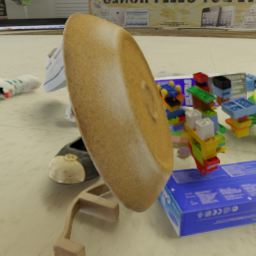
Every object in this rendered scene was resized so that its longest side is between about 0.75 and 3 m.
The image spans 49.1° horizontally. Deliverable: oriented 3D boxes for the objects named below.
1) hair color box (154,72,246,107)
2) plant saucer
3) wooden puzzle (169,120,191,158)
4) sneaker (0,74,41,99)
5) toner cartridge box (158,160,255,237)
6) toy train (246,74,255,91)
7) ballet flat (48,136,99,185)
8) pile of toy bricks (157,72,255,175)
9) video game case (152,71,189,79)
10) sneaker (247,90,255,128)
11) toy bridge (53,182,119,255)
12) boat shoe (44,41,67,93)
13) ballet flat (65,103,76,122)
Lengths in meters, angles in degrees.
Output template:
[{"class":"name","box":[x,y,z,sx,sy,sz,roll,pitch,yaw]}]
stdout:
[{"class":"hair color box","box":[1.747,-1.054,7.753,1.381,0.819,2.527,-12,11,-30]},{"class":"plant saucer","box":[0.087,-0.276,3.609,0.458,2.588,2.588,-18,19,17]},{"class":"wooden puzzle","box":[1.454,0.120,6.745,1.244,0.147,2.097,8,31,19]},{"class":"sneaker","box":[-4.069,-1.369,9.904,1.950,0.686,0.912,-5,44,-21]},{"class":"toner cartridge box","box":[1.609,1.023,4.413,2.124,0.459,1.009,-5,23,-12]},{"class":"toy train","box":[4.634,-1.800,10.913,0.661,0.502,1.157,-7,24,-1]},{"class":"ballet flat","box":[-0.573,0.205,5.732,0.983,0.840,2.958,22,30,18]},{"class":"pile of toy bricks","box":[1.396,-0.081,5.199,1.418,1.261,2.555,-16,26,-5]},{"class":"video game case","box":[1.703,-2.050,11.816,1.759,0.212,1.930,16,27,32]},{"class":"sneaker","box":[3.119,-0.366,6.788,0.794,0.896,2.145,39,12,14]},{"class":"toy bridge","box":[-0.464,1.188,4.271,0.682,0.276,2.029,9,25,23]},{"class":"boat shoe","box":[-1.922,-1.837,8.180,1.037,1.021,2.923,-25,4,-28]},{"class":"ballet flat","box":[-0.874,-0.632,8.001,2.125,0.804,0.679,-14,-3,-38]}]
